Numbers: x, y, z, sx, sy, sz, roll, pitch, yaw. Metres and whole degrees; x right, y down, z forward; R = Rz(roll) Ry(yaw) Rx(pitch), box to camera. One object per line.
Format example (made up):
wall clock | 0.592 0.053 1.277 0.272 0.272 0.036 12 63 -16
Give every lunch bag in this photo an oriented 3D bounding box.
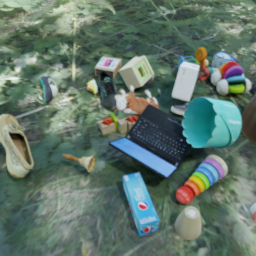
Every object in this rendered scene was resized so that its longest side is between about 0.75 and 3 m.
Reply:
lunch bag | 4.639 -3.049 13.492 0.674 0.899 1.057 -28 48 -27

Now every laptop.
laptop | 0.937 0.302 9.190 2.164 1.261 2.442 30 70 17

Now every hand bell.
hand bell | -1.610 1.016 8.867 1.048 0.546 0.546 13 44 16

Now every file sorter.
file sorter | 2.867 -2.785 13.175 0.622 0.703 1.014 -10 57 -11

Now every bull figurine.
bull figurine | 0.301 -0.945 10.757 2.164 0.705 1.314 18 48 -31

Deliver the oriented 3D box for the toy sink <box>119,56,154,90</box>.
toy sink | 0.491 -2.585 12.673 0.862 1.003 1.539 -8 29 43

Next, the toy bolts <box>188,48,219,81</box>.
toy bolts | 3.757 -3.040 13.341 0.988 1.361 1.425 -11 61 -24

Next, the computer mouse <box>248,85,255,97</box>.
computer mouse | 5.521 -1.611 12.449 0.550 0.180 0.783 -12 49 -9

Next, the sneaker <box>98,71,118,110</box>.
sneaker | -0.879 -1.588 11.898 0.818 0.860 2.170 -14 45 -14

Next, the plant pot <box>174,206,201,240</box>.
plant pot | 1.639 2.455 7.437 0.722 0.771 0.722 0 42 0

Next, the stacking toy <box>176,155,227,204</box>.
stacking toy | 2.142 1.601 8.460 1.844 0.787 0.787 -33 51 -26

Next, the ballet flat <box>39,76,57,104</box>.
ballet flat | -3.445 -1.738 12.242 0.690 0.690 1.888 -14 41 -15

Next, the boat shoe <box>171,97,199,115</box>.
boat shoe | 2.553 -0.899 11.127 1.611 0.747 0.601 7 29 5

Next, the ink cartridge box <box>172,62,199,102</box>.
ink cartridge box | 2.377 -1.925 11.489 0.750 1.287 1.780 16 21 10

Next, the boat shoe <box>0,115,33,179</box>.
boat shoe | -3.535 0.454 8.964 0.838 0.716 2.285 12 47 -58

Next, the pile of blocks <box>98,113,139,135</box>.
pile of blocks | -0.075 -0.274 10.537 2.184 0.679 0.897 0 44 0

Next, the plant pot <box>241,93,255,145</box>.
plant pot | 5.485 -0.895 9.798 2.444 2.615 2.444 0 42 0

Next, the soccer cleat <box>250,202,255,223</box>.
soccer cleat | 4.752 2.362 7.514 2.714 0.926 0.993 -5 50 -1

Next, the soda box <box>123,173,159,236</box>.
soda box | 0.324 2.118 7.953 0.544 0.575 1.695 -11 43 -12

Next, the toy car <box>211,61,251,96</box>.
toy car | 4.571 -2.236 12.328 1.443 1.237 1.649 -4 42 -6

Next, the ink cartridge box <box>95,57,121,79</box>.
ink cartridge box | -0.966 -2.976 13.740 1.002 0.457 1.217 12 44 11

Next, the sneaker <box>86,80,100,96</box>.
sneaker | -1.578 -1.719 12.436 0.477 0.413 1.057 -20 41 -7

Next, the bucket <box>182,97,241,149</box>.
bucket | 2.600 -0.138 8.767 1.102 1.695 1.695 3 39 -22
